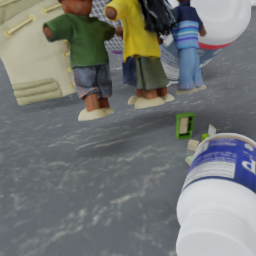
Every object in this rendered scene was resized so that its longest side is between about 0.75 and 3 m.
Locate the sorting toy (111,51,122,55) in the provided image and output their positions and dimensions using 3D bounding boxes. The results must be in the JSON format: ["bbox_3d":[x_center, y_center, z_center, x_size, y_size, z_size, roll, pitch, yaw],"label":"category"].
[{"bbox_3d":[-1.215,-3.405,10.557,2.404,0.828,0.833,16,-4,21],"label":"sorting toy"}]

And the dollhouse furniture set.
[{"bbox_3d":[1.905,0.373,7.340,0.994,0.768,1.988,-7,31,-12],"label":"dollhouse furniture set"}]

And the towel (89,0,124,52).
[{"bbox_3d":[-0.970,-3.400,8.215,2.209,2.667,1.141,12,64,38],"label":"towel"}]

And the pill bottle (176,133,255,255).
[{"bbox_3d":[1.710,1.308,5.022,1.506,1.506,2.517,12,33,19],"label":"pill bottle"}]

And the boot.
[{"bbox_3d":[-1.240,-1.776,5.466,2.735,2.126,0.996,-24,22,-13],"label":"boot"}]

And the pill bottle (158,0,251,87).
[{"bbox_3d":[1.055,-1.914,5.992,1.654,1.654,2.766,-11,-10,-18],"label":"pill bottle"}]

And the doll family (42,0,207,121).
[{"bbox_3d":[0.254,-1.065,3.266,1.028,1.515,2.621,-7,9,29],"label":"doll family"}]
